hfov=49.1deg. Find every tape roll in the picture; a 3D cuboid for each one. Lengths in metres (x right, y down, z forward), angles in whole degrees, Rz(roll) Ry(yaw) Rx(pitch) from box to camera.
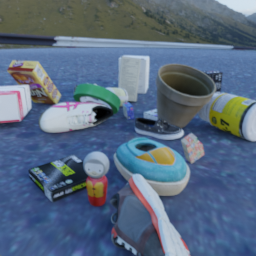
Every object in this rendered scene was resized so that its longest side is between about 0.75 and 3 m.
[{"bbox_3d":[-1.218,-1.098,11.022,1.832,0.440,1.832,15,-16,4],"label":"tape roll"}]

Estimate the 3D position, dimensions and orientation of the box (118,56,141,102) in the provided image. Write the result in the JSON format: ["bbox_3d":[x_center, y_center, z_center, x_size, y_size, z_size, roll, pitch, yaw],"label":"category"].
[{"bbox_3d":[0.044,-2.352,13.441,0.969,2.040,0.793,7,13,-1],"label":"box"}]

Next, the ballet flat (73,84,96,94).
[{"bbox_3d":[-1.935,-1.954,14.534,1.995,0.718,0.718,6,21,16],"label":"ballet flat"}]

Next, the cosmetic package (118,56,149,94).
[{"bbox_3d":[0.333,-3.014,15.655,1.532,1.857,1.531,4,21,8],"label":"cosmetic package"}]

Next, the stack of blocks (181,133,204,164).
[{"bbox_3d":[1.723,0.523,7.437,0.463,0.804,0.235,-33,42,-10],"label":"stack of blocks"}]

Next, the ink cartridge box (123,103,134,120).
[{"bbox_3d":[0.023,-0.660,11.256,0.293,0.523,0.766,-11,22,-10],"label":"ink cartridge box"}]

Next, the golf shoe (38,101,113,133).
[{"bbox_3d":[-1.771,-0.446,9.820,2.709,0.983,1.247,-19,19,-40],"label":"golf shoe"}]

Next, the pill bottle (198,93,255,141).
[{"bbox_3d":[3.571,-0.479,9.664,1.284,1.284,2.247,-11,23,-28],"label":"pill bottle"}]

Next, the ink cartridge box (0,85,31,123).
[{"bbox_3d":[-4.947,-0.957,10.857,1.885,1.098,2.604,-5,15,-9],"label":"ink cartridge box"}]

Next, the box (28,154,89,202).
[{"bbox_3d":[-1.518,1.141,6.683,1.275,0.314,1.320,-18,27,-35],"label":"box"}]

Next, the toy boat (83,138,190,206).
[{"bbox_3d":[0.157,0.849,6.258,2.474,1.150,2.079,-14,25,-34],"label":"toy boat"}]

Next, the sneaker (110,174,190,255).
[{"bbox_3d":[0.257,1.788,4.517,0.993,0.935,2.426,-35,26,3],"label":"sneaker"}]

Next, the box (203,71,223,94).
[{"bbox_3d":[4.025,-2.084,13.864,0.916,1.387,0.796,-8,22,-21],"label":"box"}]

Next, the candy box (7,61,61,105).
[{"bbox_3d":[-4.124,-1.968,12.513,1.340,2.296,0.648,7,62,19],"label":"candy box"}]

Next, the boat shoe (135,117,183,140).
[{"bbox_3d":[0.986,-0.063,9.373,1.737,0.576,0.607,12,39,32],"label":"boat shoe"}]

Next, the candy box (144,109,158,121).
[{"bbox_3d":[1.185,-0.426,10.910,0.767,0.327,0.914,-17,27,-39],"label":"candy box"}]

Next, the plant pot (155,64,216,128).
[{"bbox_3d":[1.799,-0.978,9.828,2.014,1.748,2.014,8,40,-7],"label":"plant pot"}]

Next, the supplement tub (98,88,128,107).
[{"bbox_3d":[-0.672,-1.359,12.440,0.846,0.846,1.167,18,16,40],"label":"supplement tub"}]
